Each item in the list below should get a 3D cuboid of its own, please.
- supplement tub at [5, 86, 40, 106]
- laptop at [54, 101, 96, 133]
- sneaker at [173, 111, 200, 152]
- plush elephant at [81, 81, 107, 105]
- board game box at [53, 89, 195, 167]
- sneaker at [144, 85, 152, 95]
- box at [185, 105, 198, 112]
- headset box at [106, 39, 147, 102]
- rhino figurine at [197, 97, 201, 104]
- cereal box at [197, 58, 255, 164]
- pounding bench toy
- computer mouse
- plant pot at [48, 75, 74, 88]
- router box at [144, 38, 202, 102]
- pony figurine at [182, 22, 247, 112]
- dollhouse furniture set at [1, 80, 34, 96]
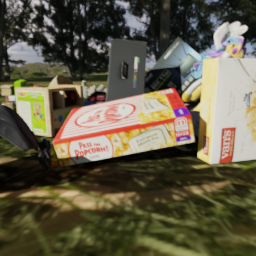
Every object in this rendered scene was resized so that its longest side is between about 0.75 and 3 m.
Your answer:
[{"bbox_3d":[-5.290,-1.700,14.763,2.027,1.084,1.084,-1,12,-5],"label":"supplement tub"},{"bbox_3d":[-1.946,-0.381,8.964,1.345,0.832,1.436,6,13,29],"label":"laptop"},{"bbox_3d":[1.990,0.112,6.666,2.745,1.030,1.585,-3,17,21],"label":"sneaker"},{"bbox_3d":[-1.565,-1.451,12.474,1.723,1.419,1.334,-17,-34,28],"label":"plush elephant"},{"bbox_3d":[-0.084,-0.090,6.132,2.624,0.608,1.988,-12,21,4],"label":"board game box"},{"bbox_3d":[0.213,-1.183,10.690,2.940,1.691,1.109,-4,12,-17],"label":"sneaker"},{"bbox_3d":[2.849,-0.432,9.835,1.792,0.565,2.272,-4,12,-18],"label":"box"},{"bbox_3d":[-0.098,-1.288,8.500,1.057,1.984,2.278,5,-13,-4],"label":"headset box"},{"bbox_3d":[3.229,-1.282,10.219,0.881,0.602,2.015,-26,14,-15],"label":"rhino figurine"},{"bbox_3d":[2.896,-0.401,5.954,2.904,2.089,0.574,-5,13,-19],"label":"cereal box"},{"bbox_3d":[-2.605,-0.641,8.724,2.118,1.316,1.652,6,14,29],"label":"pounding bench toy"},{"bbox_3d":[-2.135,0.018,5.498,1.723,0.454,1.193,40,2,-23],"label":"computer mouse"},{"bbox_3d":[-3.009,-1.375,12.597,1.128,1.680,1.680,-32,1,19],"label":"plant pot"},{"bbox_3d":[1.624,-1.799,9.479,1.478,1.973,0.613,47,15,21],"label":"router box"},{"bbox_3d":[2.945,-1.623,8.347,2.753,2.852,2.375,-30,71,-37],"label":"pony figurine"},{"bbox_3d":[-4.970,-1.198,11.175,2.337,1.531,1.173,3,13,11],"label":"dollhouse furniture set"}]
